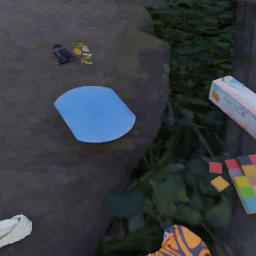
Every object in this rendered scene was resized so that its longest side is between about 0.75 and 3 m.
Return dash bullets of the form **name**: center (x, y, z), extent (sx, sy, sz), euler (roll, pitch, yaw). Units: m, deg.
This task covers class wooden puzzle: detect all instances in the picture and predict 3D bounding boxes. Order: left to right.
- **wooden puzzle**: center (3.486, 1.340, 7.121), extent (2.688, 0.189, 1.594), euler (-7, 44, -2)

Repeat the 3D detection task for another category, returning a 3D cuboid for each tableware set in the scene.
- **tableware set**: center (-1.821, -3.019, 11.233), extent (0.694, 0.158, 1.030), euler (-1, 61, -34)

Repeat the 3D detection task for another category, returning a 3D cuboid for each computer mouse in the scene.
- **computer mouse**: center (-2.835, -3.119, 11.976), extent (0.833, 0.317, 1.203), euler (-26, 60, -25)

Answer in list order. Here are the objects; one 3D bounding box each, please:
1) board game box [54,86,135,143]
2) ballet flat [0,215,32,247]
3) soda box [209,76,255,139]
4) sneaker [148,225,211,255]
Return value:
- **board game box**: center (-1.036, -0.359, 8.886), extent (2.031, 0.501, 2.571), euler (-20, 52, -27)
- **ballet flat**: center (-2.926, 2.315, 5.945), extent (1.694, 0.608, 0.608), euler (-23, 48, -22)
- **soda box**: center (3.697, -0.723, 9.043), extent (0.811, 0.754, 2.372), euler (-19, 47, -19)
- **sneaker**: center (0.602, 2.614, 5.540), extent (2.189, 0.849, 1.226), euler (6, 38, -9)
